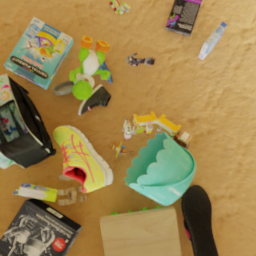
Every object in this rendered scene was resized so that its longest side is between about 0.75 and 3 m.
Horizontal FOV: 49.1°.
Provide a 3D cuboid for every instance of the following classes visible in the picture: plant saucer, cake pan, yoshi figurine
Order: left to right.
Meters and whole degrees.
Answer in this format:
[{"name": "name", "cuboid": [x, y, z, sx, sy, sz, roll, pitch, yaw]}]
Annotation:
[{"name": "cake pan", "cuboid": [-2.168, -1.383, 9.676, 0.889, 0.889, 0.163, -18, 122, -3]}, {"name": "yoshi figurine", "cuboid": [-1.270, -1.718, 8.857, 1.155, 1.151, 2.056, 31, 120, 16]}, {"name": "plant saucer", "cuboid": [1.726, 0.495, 9.607, 0.777, 0.125, 0.777, 0, 78, 0]}]

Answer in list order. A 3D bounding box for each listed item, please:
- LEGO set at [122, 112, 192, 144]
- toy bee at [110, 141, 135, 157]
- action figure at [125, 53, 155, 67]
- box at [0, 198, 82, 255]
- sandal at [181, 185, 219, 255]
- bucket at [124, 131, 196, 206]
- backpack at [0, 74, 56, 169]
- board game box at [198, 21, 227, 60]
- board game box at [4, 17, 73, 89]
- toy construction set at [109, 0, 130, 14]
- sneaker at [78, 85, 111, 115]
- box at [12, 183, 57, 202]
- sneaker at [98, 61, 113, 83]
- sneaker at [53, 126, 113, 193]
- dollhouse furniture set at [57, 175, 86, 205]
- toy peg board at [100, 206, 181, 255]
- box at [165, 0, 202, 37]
[{"name": "LEGO set", "cuboid": [0.902, 0.130, 9.199, 2.218, 0.826, 1.020, 8, 48, -6]}, {"name": "toy bee", "cuboid": [-0.223, 0.718, 9.361, 0.832, 0.452, 0.544, 0, 95, 10]}, {"name": "action figure", "cuboid": [0.381, -2.330, 9.713, 1.042, 0.678, 0.361, 9, 83, 21]}, {"name": "box", "cuboid": [-2.695, 3.389, 8.617, 1.879, 0.978, 1.711, 30, 82, 6]}, {"name": "sandal", "cuboid": [2.174, 3.136, 8.771, 1.002, 0.601, 2.669, 1, 64, -12]}, {"name": "bucket", "cuboid": [0.989, 1.254, 8.487, 1.327, 2.040, 2.040, 37, 81, -10]}, {"name": "backpack", "cuboid": [-3.644, -0.159, 8.591, 2.042, 2.408, 2.712, -22, 76, -9]}, {"name": "board game box", "cuboid": [2.938, -3.021, 9.797, 0.224, 1.033, 1.028, 40, 82, 10]}, {"name": "board game box", "cuboid": [-3.064, -2.592, 9.748, 1.513, 0.470, 2.004, 27, 78, -6]}, {"name": "toy construction set", "cuboid": [-0.345, -4.615, 10.414, 0.594, 0.417, 0.905, -34, 72, 18]}, {"name": "sneaker", "cuboid": [-1.111, -0.841, 9.669, 0.658, 0.469, 1.327, 37, 77, 12]}, {"name": "box", "cuboid": [-2.906, 2.024, 8.837, 1.263, 0.770, 0.301, 15, 85, -12]}, {"name": "sneaker", "cuboid": [-0.942, -2.053, 9.904, 0.474, 0.398, 1.209, -27, 84, -9]}, {"name": "sneaker", "cuboid": [-1.666, 0.937, 8.713, 1.174, 1.016, 2.599, -30, 62, -36]}, {"name": "dollhouse furniture set", "cuboid": [-1.900, 1.971, 9.032, 0.850, 0.602, 0.926, 0, 82, -44]}, {"name": "toy peg board", "cuboid": [0.412, 3.539, 8.706, 2.228, 1.090, 2.218, -8, 95, 0]}, {"name": "box", "cuboid": [2.033, -4.149, 10.258, 0.982, 0.248, 1.373, 19, 91, 8]}]
